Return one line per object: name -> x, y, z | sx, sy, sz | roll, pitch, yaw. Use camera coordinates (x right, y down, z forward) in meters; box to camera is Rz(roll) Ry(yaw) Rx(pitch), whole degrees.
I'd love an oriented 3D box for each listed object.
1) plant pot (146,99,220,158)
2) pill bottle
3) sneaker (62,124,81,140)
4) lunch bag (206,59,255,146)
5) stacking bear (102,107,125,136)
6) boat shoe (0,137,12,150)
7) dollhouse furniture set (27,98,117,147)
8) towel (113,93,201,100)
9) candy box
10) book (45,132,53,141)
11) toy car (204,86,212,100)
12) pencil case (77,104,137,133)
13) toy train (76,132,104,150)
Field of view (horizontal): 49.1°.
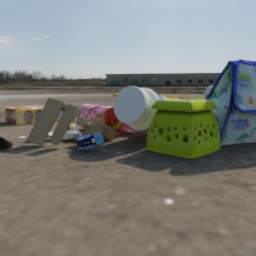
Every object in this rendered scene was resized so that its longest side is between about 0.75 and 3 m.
plant pot -> 1.391, -0.075, 6.965 | 1.397, 1.274, 1.404 | 8, 11, 43
pill bottle -> 0.592, -0.462, 8.093 | 1.199, 1.199, 2.108 | 6, -4, 34
sneaker -> -1.855, 0.022, 8.588 | 0.526, 0.600, 1.496 | -3, 11, -31
lunch bag -> 3.215, -0.706, 7.529 | 1.887, 2.220, 1.414 | -2, 31, -19
stacking bear -> -0.434, -0.283, 8.354 | 0.705, 0.753, 1.240 | 33, -7, 7
boat shoe -> -3.242, 0.364, 7.195 | 0.902, 0.341, 0.333 | 7, 8, 33
dollhouse furniture set -> -1.525, 0.229, 7.913 | 1.530, 1.311, 1.609 | 18, -12, 33
towel -> 1.025, -1.109, 10.111 | 2.982, 0.269, 1.283 | 10, 11, 28
candy box -> -4.056, -0.629, 12.546 | 2.405, 0.679, 1.403 | -10, 14, -40
book -> -2.545, 0.244, 8.463 | 0.622, 0.224, 0.932 | 0, 5, -9
toy car -> 4.318, -1.096, 13.718 | 1.899, 1.662, 1.424 | -9, -22, -45
pencil case -> -0.671, -0.350, 9.885 | 2.282, 0.945, 0.987 | 5, 32, 27
toy train -> -0.965, 0.332, 6.933 | 0.445, 0.338, 0.779 | -20, 3, -39
